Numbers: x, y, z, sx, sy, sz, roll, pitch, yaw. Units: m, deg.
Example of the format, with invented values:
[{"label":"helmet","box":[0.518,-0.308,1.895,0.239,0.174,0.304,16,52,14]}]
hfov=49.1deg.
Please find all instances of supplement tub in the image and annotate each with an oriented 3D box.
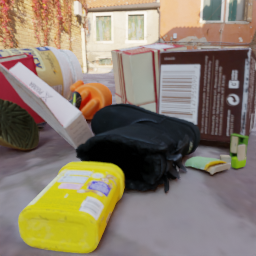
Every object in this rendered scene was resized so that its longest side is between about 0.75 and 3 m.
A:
[{"label":"supplement tub","box":[-3.304,-1.661,9.663,2.976,2.149,2.149,-18,22,-38]}]

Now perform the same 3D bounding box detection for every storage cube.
[{"label":"storage cube","box":[-3.188,-0.922,7.264,1.870,1.681,1.598,-19,24,-21]}]

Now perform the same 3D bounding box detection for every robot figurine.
[{"label":"robot figurine","box":[-1.137,-0.908,8.980,1.362,1.104,1.894,8,12,8]}]

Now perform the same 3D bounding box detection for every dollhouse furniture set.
[{"label":"dollhouse furniture set","box":[1.622,0.416,4.868,1.218,0.470,0.609,-6,12,-34]}]

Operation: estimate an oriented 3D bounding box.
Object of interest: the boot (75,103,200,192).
[{"label":"boot","box":[-0.084,0.221,4.918,2.554,0.945,2.093,12,17,27]}]

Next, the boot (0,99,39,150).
[{"label":"boot","box":[-3.484,-0.017,5.666,2.572,0.851,2.253,-11,-29,27]}]

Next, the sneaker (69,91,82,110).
[{"label":"sneaker","box":[-1.573,-0.551,7.559,0.447,1.105,0.408,27,38,4]}]

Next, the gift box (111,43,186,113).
[{"label":"gift box","box":[0.687,-1.532,9.050,2.096,2.121,2.271,-11,21,-12]}]

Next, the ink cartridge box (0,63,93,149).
[{"label":"ink cartridge box","box":[-1.722,-0.661,5.413,2.147,1.892,0.480,37,72,28]}]

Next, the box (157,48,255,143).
[{"label":"box","box":[1.957,-0.798,6.650,1.867,1.886,2.273,5,10,28]}]

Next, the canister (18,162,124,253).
[{"label":"canister","box":[-0.572,0.833,3.180,0.862,0.502,1.161,2,15,10]}]

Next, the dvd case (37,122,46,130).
[{"label":"dvd case","box":[-2.834,-0.108,8.059,0.886,0.095,1.191,-2,13,-11]}]
